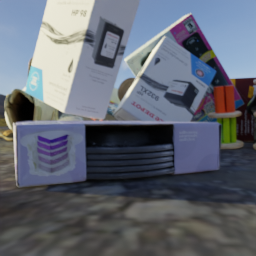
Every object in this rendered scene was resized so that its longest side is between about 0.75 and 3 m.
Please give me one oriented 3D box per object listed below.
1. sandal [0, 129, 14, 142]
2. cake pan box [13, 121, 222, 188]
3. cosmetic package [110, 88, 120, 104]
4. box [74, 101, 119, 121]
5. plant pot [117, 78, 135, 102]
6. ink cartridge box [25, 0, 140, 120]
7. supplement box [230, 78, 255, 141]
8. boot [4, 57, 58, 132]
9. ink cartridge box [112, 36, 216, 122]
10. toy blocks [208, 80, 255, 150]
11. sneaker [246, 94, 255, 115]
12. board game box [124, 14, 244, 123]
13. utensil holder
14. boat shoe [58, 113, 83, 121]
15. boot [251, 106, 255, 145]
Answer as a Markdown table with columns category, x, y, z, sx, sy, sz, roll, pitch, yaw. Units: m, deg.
| category | x | y | z | sx | sy | sz | roll | pitch | yaw |
| --- | --- | --- | --- | --- | --- | --- | --- | --- | --- |
| sandal | -4.095 | 0.197 | 9.856 | 1.504 | 0.406 | 0.604 | 15 | 12 | 29 |
| cake pan box | -0.401 | 0.224 | 4.331 | 2.557 | 0.726 | 2.777 | -3 | 2 | -23 |
| cosmetic package | -1.041 | -0.633 | 12.130 | 2.014 | 1.675 | 1.685 | -15 | -13 | 40 |
| box | -0.489 | -0.343 | 8.531 | 2.850 | 0.537 | 1.947 | 27 | 15 | 25 |
| plant pot | 0.250 | -1.083 | 9.164 | 0.958 | 0.958 | 0.836 | -1 | 23 | -30 |
| ink cartridge box | -0.844 | -1.722 | 5.132 | 0.924 | 2.771 | 1.605 | 9 | 11 | -46 |
| supplement box | 4.396 | -0.584 | 9.469 | 2.099 | 2.070 | 1.394 | 0 | 1 | 15 |
| boot | -2.325 | -0.834 | 6.896 | 0.847 | 2.352 | 1.819 | -4 | -3 | 2 |
| ink cartridge box | 0.868 | -0.809 | 6.687 | 1.546 | 2.130 | 0.892 | 33 | -17 | -7 |
| toy blocks | 2.824 | -0.644 | 6.638 | 1.887 | 2.264 | 0.822 | 2 | 9 | 37 |
| sneaker | 3.842 | -0.951 | 7.942 | 0.584 | 0.674 | 1.628 | 25 | -22 | 4 |
| board game box | 1.600 | -1.359 | 8.095 | 2.163 | 2.932 | 0.942 | -35 | 16 | 7 |
| utensil holder | -3.150 | -0.674 | 10.156 | 1.965 | 1.965 | 2.312 | -1 | -13 | -44 |
| boat shoe | -1.378 | 0.006 | 6.646 | 0.821 | 0.714 | 2.226 | -32 | -4 | 0 |
| boot | 4.109 | -0.080 | 7.431 | 1.782 | 1.164 | 0.603 | 1 | -1 | -14 |
